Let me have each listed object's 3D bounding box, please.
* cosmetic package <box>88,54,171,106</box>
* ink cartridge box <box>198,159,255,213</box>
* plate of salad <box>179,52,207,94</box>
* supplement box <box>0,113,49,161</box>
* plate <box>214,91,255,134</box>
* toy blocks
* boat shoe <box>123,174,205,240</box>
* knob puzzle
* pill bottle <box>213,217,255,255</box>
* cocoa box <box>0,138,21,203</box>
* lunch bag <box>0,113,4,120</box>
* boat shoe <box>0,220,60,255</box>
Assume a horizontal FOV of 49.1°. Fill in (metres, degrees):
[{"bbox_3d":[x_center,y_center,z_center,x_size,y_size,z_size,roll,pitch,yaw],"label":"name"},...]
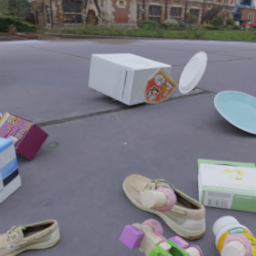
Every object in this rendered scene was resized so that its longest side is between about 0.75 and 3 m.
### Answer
[{"bbox_3d":[0.054,-2.405,13.258,2.719,1.671,2.710,28,30,34],"label":"cosmetic package"},{"bbox_3d":[2.507,1.142,6.768,1.575,0.519,2.165,4,24,11],"label":"ink cartridge box"},{"bbox_3d":[1.886,-1.553,8.052,0.310,1.290,1.290,22,16,-18],"label":"plate of salad"},{"bbox_3d":[-3.187,0.225,8.160,1.409,0.727,0.923,17,67,35],"label":"supplement box"},{"bbox_3d":[4.277,-0.520,10.248,2.442,0.312,2.442,8,42,-8],"label":"plate"},{"bbox_3d":[0.717,1.969,4.160,1.610,1.723,1.450,29,1,30],"label":"toy blocks"},{"bbox_3d":[0.687,1.401,5.815,0.779,0.702,2.161,-16,27,-34],"label":"boat shoe"},{"bbox_3d":[0.815,-1.016,7.482,1.054,1.054,0.146,-9,36,-20],"label":"knob puzzle"},{"bbox_3d":[1.803,1.979,4.504,0.630,0.630,1.118,-2,22,-6],"label":"pill bottle"},{"bbox_3d":[-3.634,0.935,6.216,1.912,1.255,1.275,6,23,14],"label":"cocoa box"},{"bbox_3d":[-5.275,-0.222,9.752,1.621,0.764,2.023,-17,27,-40],"label":"lunch bag"},{"bbox_3d":[-1.921,1.912,4.905,1.381,0.449,0.498,-6,23,-14],"label":"boat shoe"}]
